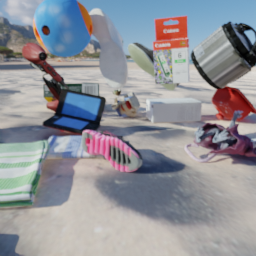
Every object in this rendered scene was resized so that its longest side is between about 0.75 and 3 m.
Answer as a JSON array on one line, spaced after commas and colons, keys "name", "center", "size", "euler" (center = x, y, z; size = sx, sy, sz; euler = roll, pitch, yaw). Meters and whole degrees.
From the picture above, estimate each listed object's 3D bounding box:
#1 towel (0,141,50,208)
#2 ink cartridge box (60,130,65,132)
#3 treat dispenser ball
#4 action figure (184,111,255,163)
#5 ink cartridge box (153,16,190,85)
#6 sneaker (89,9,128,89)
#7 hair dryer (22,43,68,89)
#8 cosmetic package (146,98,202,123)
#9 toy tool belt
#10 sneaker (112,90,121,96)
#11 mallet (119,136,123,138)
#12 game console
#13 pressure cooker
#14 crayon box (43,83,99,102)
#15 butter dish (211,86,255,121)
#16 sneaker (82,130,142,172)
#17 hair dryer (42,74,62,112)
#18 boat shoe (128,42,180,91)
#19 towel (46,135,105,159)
[{"name": "towel", "center": [-3.015, 0.963, 6.455], "size": [2.128, 0.326, 2.790], "euler": [-3, 21, -8]}, {"name": "ink cartridge box", "center": [-2.091, -0.062, 10.668], "size": [0.819, 0.345, 0.593], "euler": [5, 16, 19]}, {"name": "treat dispenser ball", "center": [-1.779, -2.779, 7.721], "size": [1.597, 1.597, 1.597], "euler": [0, 15, 0]}, {"name": "action figure", "center": [2.989, 0.512, 7.782], "size": [2.202, 1.640, 1.475], "euler": [12, 32, -35]}, {"name": "ink cartridge box", "center": [1.105, -1.970, 7.192], "size": [0.890, 1.634, 0.411], "euler": [0, 19, 16]}, {"name": "sneaker", "center": [-0.411, -2.371, 8.503], "size": [0.903, 2.399, 1.062], "euler": [-17, -1, 27]}, {"name": "hair dryer", "center": [-3.083, -2.452, 10.621], "size": [1.979, 0.706, 2.598], "euler": [33, -5, 1]}, {"name": "cosmetic package", "center": [1.984, -0.805, 12.429], "size": [2.213, 0.898, 1.249], "euler": [-3, 15, -8]}, {"name": "toy tool belt", "center": [-0.198, -0.938, 12.984], "size": [1.143, 1.162, 1.861], "euler": [-25, 5, 21]}, {"name": "sneaker", "center": [-0.855, -2.441, 19.636], "size": [0.514, 0.384, 1.144], "euler": [-9, 16, 15]}, {"name": "mallet", "center": [-0.665, 0.261, 9.581], "size": [1.001, 0.206, 0.330], "euler": [1, -25, -9]}, {"name": "game console", "center": [-1.878, -0.578, 9.910], "size": [1.795, 1.065, 1.547], "euler": [12, 21, 10]}, {"name": "pressure cooker", "center": [3.775, -2.787, 10.502], "size": [2.279, 2.005, 2.036], "euler": [-38, -8, 33]}, {"name": "crayon box", "center": [-2.837, -1.697, 14.620], "size": [2.673, 0.779, 2.306], "euler": [-1, -5, -6]}, {"name": "butter dish", "center": [4.371, -0.921, 12.260], "size": [1.803, 1.336, 1.808], "euler": [38, 2, -23]}, {"name": "sneaker", "center": [-0.308, 0.504, 7.566], "size": [2.081, 0.822, 0.993], "euler": [24, 21, 39]}, {"name": "hair dryer", "center": [-3.070, -1.457, 12.893], "size": [2.849, 2.170, 0.774], "euler": [-36, 20, 51]}, {"name": "boat shoe", "center": [1.090, -2.559, 11.154], "size": [0.760, 2.523, 0.899], "euler": [-45, -5, -20]}, {"name": "towel", "center": [-1.415, 0.544, 8.577], "size": [2.263, 0.269, 1.662], "euler": [-1, 16, -3]}]
